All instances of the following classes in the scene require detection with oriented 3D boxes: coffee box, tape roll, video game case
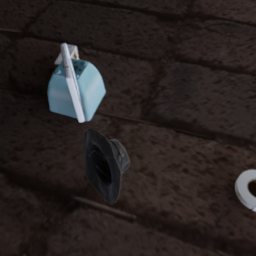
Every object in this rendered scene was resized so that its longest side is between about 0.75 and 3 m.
[{"bbox_3d":[-2.788,-3.003,12.744,0.564,0.799,1.413,11,55,8],"label":"coffee box"},{"bbox_3d":[4.290,2.075,9.307,1.418,0.259,1.418,0,53,0],"label":"tape roll"},{"bbox_3d":[-1.259,-0.994,6.328,0.157,1.342,1.220,-13,51,-7],"label":"video game case"}]

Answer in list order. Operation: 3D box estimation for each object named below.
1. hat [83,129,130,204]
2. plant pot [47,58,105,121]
[{"bbox_3d":[-0.563,1.083,8.868,0.986,2.444,2.444,-19,54,-33],"label":"hat"},{"bbox_3d":[-2.101,-1.690,11.118,1.812,1.851,1.817,16,55,11],"label":"plant pot"}]
